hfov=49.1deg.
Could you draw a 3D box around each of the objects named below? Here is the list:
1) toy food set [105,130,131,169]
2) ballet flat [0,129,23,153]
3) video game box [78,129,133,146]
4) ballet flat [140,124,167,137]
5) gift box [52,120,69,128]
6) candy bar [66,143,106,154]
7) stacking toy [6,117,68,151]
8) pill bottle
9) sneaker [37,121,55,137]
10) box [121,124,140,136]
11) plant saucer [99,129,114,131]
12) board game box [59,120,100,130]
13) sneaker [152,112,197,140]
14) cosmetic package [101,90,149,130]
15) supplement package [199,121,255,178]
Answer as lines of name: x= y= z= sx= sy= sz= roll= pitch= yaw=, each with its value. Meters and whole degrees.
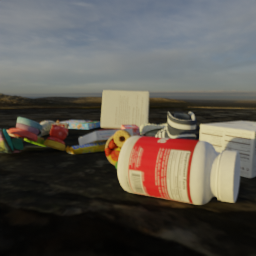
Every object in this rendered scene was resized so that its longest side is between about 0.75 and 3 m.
toy food set: x=-0.150 y=0.614 z=7.493 sx=0.980 sy=0.970 sz=0.239 roll=-43 pitch=-3 yaw=14
ballet flat: x=-4.008 y=0.539 z=9.044 sx=0.762 sy=0.740 sz=2.141 roll=-17 pitch=-6 yaw=-10
video game box: x=-0.881 y=0.377 z=10.710 sx=1.538 sy=0.395 sz=1.688 roll=-7 pitch=-7 yaw=-31
ballet flat: x=1.620 y=0.237 z=12.969 sx=2.221 sy=0.797 sz=0.797 roll=-2 pitch=7 yaw=8
gift box: x=-3.291 y=0.037 z=13.647 sx=0.722 sy=0.782 sz=0.730 roll=5 pitch=5 yaw=-2
candy bar: x=-1.082 y=0.706 z=10.176 sx=2.442 sy=0.271 sz=0.609 roll=-3 pitch=6 yaw=-33
stacking toy: x=-3.276 y=0.096 z=9.990 sx=1.776 sy=0.829 sz=1.962 roll=4 pitch=-17 yaw=43
pill bottle: x=0.979 y=0.809 z=5.436 sx=2.142 sy=1.203 sz=1.203 roll=4 pitch=8 yaw=28
sneaker: x=-4.165 y=0.142 z=13.584 sx=0.871 sy=0.717 sz=1.894 roll=16 pitch=24 yaw=42
box: x=0.088 y=0.266 z=12.003 sx=0.652 sy=0.706 sz=1.377 roll=-1 pitch=8 yaw=-7
plant saucer: x=-0.765 y=0.291 z=13.548 sx=1.480 sy=0.272 sz=1.477 roll=3 pitch=7 yaw=14
board game box: x=-2.958 y=-0.195 z=17.040 sx=2.073 sy=0.379 sz=1.568 roll=2 pitch=8 yaw=21
sneaker: x=1.422 y=0.161 z=9.425 sx=0.979 sy=1.515 sz=2.792 roll=-2 pitch=7 yaw=-20
cosmetic package: x=-0.092 y=-0.857 z=14.733 sx=2.323 sy=1.932 sz=1.944 roll=2 pitch=-3 yaw=5
supplement package: x=3.332 y=0.502 z=7.944 sx=2.138 sy=1.185 sz=1.665 roll=-4 pitch=9 yaw=-36
